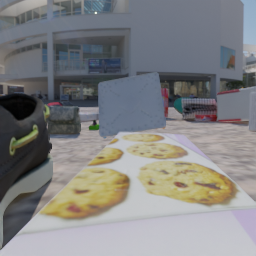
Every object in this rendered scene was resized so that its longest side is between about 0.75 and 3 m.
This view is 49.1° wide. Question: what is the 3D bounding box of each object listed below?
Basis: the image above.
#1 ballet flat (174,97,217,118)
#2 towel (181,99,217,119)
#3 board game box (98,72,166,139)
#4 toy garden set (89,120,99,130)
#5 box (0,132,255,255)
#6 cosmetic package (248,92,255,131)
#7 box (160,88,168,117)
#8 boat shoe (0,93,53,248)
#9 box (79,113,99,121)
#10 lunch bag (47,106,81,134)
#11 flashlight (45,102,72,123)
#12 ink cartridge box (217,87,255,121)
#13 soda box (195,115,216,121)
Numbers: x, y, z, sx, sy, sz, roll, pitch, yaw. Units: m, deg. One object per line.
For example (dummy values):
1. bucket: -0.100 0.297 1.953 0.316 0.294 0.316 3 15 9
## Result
1. ballet flat: 3.543 -0.837 13.282 2.731 0.928 0.934 13 1 24
2. towel: 3.019 -0.759 11.971 1.443 0.746 1.742 1 -3 12
3. board game box: 0.036 -0.339 4.173 0.953 0.953 0.123 -9 -28 9
4. toy garden set: -0.330 -0.133 8.075 1.383 0.276 1.153 0 5 5
5. box: 0.077 0.393 0.842 0.539 0.503 2.602 0 5 5
6. cosmetic package: 4.108 -0.449 7.501 2.032 1.033 0.752 -2 5 -34
7. box: 1.531 -1.252 14.054 0.719 1.443 0.689 -3 4 -31
8. boat shoe: -1.075 0.163 1.613 0.979 0.826 2.745 0 5 -4
9. box: -1.949 -0.476 11.882 1.126 0.297 1.444 2 6 18
10. lunch bag: -1.541 -0.202 6.699 0.782 0.656 0.545 0 5 5
11. flashlight: -2.530 -0.261 7.359 0.792 0.789 2.331 9 14 44
12. ink cartridge box: 5.018 -0.863 10.476 2.734 1.140 1.986 -3 0 -31
13. soda box: 3.104 -0.402 11.224 0.810 0.257 0.283 0 5 2
